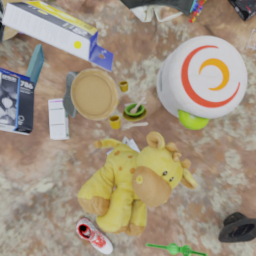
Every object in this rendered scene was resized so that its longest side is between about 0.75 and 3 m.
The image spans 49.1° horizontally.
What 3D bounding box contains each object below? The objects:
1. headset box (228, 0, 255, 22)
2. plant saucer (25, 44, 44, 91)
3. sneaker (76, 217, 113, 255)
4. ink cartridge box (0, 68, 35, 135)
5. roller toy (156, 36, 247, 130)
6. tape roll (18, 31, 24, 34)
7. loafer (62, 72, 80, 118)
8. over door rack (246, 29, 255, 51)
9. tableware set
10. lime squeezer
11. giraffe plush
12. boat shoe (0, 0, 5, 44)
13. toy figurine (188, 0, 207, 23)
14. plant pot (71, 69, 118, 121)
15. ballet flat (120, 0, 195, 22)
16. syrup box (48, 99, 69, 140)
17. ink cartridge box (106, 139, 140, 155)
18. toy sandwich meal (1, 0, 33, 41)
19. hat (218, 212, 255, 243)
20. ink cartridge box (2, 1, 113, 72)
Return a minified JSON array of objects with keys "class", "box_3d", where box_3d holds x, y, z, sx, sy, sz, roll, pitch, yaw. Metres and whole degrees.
[{"class":"headset box","box_3d":[4.915,-5.113,10.954,1.524,0.572,1.133,-33,85,-4]},{"class":"plant saucer","box_3d":[-3.040,-1.635,8.877,0.211,0.779,2.229,7,58,-4]},{"class":"sneaker","box_3d":[-1.183,3.876,9.774,0.547,0.878,1.639,-42,85,-4]},{"class":"ink cartridge box","box_3d":[-2.889,-0.768,7.156,0.913,0.360,1.835,13,57,-39]},{"class":"roller toy","box_3d":[2.478,-1.630,9.804,2.963,2.070,2.703,-32,93,-10]},{"class":"tape roll","box_3d":[-4.187,-4.120,11.008,0.754,0.248,0.754,0,83,0]},{"class":"loafer","box_3d":[-1.393,-0.894,7.622,0.581,1.546,0.538,43,49,19]},{"class":"over door rack","box_3d":[4.974,-3.369,10.890,0.555,0.250,0.751,17,105,2]},{"class":"tableware set","box_3d":[-0.204,-0.706,7.607,1.409,2.091,0.321,-7,128,5]},{"class":"lime squeezer","box_3d":[1.179,2.937,6.685,1.463,0.516,0.276,-1,84,27]},{"class":"giraffe plush","box_3d":[0.446,1.351,7.536,2.555,2.401,2.961,25,61,-37]},{"class":"boat shoe","box_3d":[-3.190,-2.635,6.847,0.419,0.453,1.226,0,78,30]},{"class":"toy figurine","box_3d":[2.523,-4.941,10.873,0.890,0.783,1.485,33,84,9]},{"class":"plant pot","box_3d":[-0.808,-0.790,6.728,1.243,0.171,1.243,3,85,-32]},{"class":"ballet flat","box_3d":[0.656,-3.216,7.383,2.311,0.786,0.790,15,116,38]},{"class":"syrup box","box_3d":[-2.568,-0.307,10.405,0.592,0.572,1.453,-4,83,0]},{"class":"ink cartridge box","box_3d":[-0.052,1.163,10.410,1.124,0.248,1.145,-28,82,-3]},{"class":"toy sandwich meal","box_3d":[-4.633,-4.386,10.653,2.598,0.890,2.598,-2,82,14]},{"class":"hat","box_3d":[3.886,3.407,9.868,1.727,1.727,0.697,-13,39,-1]},{"class":"ink cartridge box","box_3d":[-1.556,-2.583,7.593,2.697,2.666,0.634,21,112,-11]}]
